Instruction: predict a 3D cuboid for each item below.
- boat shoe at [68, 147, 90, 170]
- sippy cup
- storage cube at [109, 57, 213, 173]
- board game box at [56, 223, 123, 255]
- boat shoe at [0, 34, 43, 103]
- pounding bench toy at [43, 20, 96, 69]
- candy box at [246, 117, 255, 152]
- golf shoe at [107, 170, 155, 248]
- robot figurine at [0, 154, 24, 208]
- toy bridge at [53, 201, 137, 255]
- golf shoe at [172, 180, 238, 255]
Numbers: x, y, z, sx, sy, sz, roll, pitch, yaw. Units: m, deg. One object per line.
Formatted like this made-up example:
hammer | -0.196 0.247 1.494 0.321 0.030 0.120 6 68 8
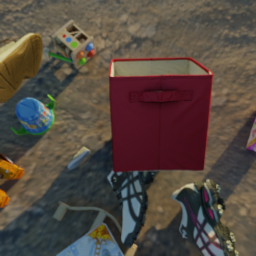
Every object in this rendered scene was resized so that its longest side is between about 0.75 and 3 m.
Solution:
boat shoe | -1.542 0.932 8.564 0.817 0.294 0.254 -42 61 -20
sippy cup | -2.901 -0.407 8.555 1.072 1.001 1.366 8 74 3
storage cube | 0.716 -0.461 7.412 2.308 2.700 2.427 -2 112 -1
board game box | -0.979 4.017 7.215 2.194 0.284 2.194 -36 69 4
boat shoe | -2.635 -1.475 6.078 0.945 2.915 1.067 9 117 -2
pounding bench toy | -1.920 -2.530 9.249 1.134 0.904 1.454 43 78 11
candy box | 4.186 -0.161 8.415 0.505 1.130 1.656 21 74 8
golf shoe | -0.005 1.868 7.924 1.314 1.081 2.781 9 64 8
robot figurine | -4.485 1.277 8.194 2.502 0.728 1.814 23 75 6
toy bridge | -0.889 2.745 7.946 2.565 0.349 0.862 28 74 8
golf shoe | 2.176 2.965 7.663 1.310 1.148 2.973 -18 77 24
